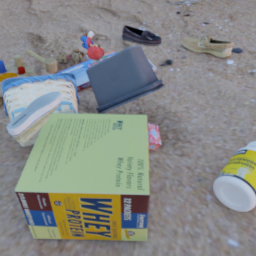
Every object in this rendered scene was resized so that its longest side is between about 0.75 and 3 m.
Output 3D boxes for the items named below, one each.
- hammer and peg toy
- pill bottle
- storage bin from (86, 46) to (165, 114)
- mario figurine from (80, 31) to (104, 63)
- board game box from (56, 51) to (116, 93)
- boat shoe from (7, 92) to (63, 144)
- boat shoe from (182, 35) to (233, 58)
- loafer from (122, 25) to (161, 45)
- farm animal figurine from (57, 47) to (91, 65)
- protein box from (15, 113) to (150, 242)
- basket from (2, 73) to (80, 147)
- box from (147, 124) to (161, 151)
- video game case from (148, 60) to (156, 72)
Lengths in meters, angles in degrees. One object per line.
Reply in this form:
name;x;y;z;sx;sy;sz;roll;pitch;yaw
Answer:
hammer and peg toy;-4.513;-2.148;11.496;2.976;1.050;2.189;-26;46;-27
pill bottle;3.216;1.219;7.575;1.105;1.105;1.972;28;48;28
storage bin;-0.149;-1.629;9.231;2.307;1.549;1.679;-19;10;28
mario figurine;-1.125;-2.701;9.422;0.687;0.800;1.296;-47;48;12
board game box;-1.475;-2.512;12.288;2.967;0.288;1.527;-28;49;-21
boat shoe;-2.070;-0.274;6.397;0.547;0.471;1.520;20;52;33
boat shoe;3.955;-4.242;14.039;2.543;0.820;0.906;21;45;22
loafer;0.697;-4.948;14.935;2.241;0.706;0.805;15;43;17
farm animal figurine;-2.538;-3.422;13.213;1.294;0.675;1.280;-29;49;-29
protein box;-0.870;1.145;7.067;2.709;1.828;2.689;1;39;1
basket;-2.856;-0.851;9.229;2.536;2.001;2.877;-9;49;-11
box;0.763;0.290;9.015;0.403;0.371;0.785;13;48;-21
video game case;0.124;-2.873;12.839;1.706;0.207;1.875;-20;45;-14
